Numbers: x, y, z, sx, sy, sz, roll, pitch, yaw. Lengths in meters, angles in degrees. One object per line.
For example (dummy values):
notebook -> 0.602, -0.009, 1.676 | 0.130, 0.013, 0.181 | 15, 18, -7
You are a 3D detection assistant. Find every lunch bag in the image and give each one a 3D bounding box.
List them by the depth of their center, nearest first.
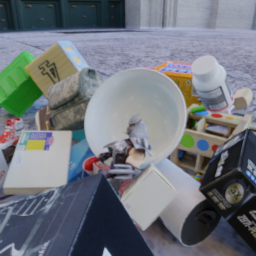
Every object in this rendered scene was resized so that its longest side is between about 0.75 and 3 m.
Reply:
lunch bag -> -1.417, -0.752, 7.895 | 1.771, 1.485, 1.234 | -19, -7, 39

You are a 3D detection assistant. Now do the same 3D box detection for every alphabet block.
alphabet block -> -2.551, -2.157, 10.606 | 1.624, 1.594, 1.586 | -32, 10, 15

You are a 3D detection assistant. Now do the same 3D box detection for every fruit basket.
fruit basket -> -4.646, -1.959, 11.930 | 2.668, 1.924, 2.668 | -12, 60, 22

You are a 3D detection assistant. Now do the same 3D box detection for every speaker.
speaker -> 0.743, 1.318, 6.585 | 1.203, 1.203, 2.963 | -15, 29, -28

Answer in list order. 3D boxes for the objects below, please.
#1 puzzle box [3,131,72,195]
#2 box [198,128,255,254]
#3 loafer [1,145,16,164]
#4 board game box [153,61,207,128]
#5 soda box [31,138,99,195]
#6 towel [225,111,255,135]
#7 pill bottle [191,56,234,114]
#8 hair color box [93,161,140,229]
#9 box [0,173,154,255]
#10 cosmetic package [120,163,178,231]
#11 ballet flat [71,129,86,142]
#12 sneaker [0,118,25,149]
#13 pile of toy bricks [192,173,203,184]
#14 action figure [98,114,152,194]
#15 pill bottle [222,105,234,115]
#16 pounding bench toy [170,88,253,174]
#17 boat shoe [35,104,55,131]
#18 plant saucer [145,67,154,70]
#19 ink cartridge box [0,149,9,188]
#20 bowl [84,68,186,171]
puzzle box -> -2.009, 0.734, 6.555 | 1.271, 0.243, 1.911 | 1, 37, -6
box -> 2.613, 1.344, 5.504 | 2.152, 0.927, 1.762 | 49, 36, 1
loafer -> -3.744, 0.832, 8.453 | 0.453, 0.440, 1.240 | 8, 27, 8
board game box -> 2.103, -1.236, 10.854 | 2.143, 2.145, 2.143 | 11, 28, 22
soda box -> -1.231, 1.031, 7.341 | 0.892, 0.844, 2.630 | 23, 37, 27
towel -> 4.875, -0.177, 10.905 | 1.891, 0.327, 1.820 | 16, 27, 34
pill bottle -> 1.953, -1.007, 6.542 | 0.757, 1.368, 0.757 | -18, 50, 22
hair color box -> -0.218, 1.503, 6.519 | 0.535, 0.928, 1.673 | -15, 29, -28
box -> -1.335, 2.217, 3.020 | 2.691, 1.697, 2.738 | -22, 21, 19
cosmetic package -> 0.334, 1.102, 4.841 | 0.542, 0.803, 1.526 | 44, 1, 4
ballet flat -> -1.044, 0.150, 9.779 | 2.374, 0.808, 0.798 | 7, 6, 2
sneaker -> -4.028, 0.222, 9.284 | 0.522, 0.837, 1.562 | 6, 25, 19
pile of toy bricks -> 1.867, 1.467, 6.727 | 0.683, 1.231, 0.608 | 23, 64, -14
action figure -> -0.278, 0.957, 5.365 | 0.918, 2.646, 1.722 | 22, 6, -1
pill bottle -> 4.085, -0.773, 11.741 | 0.569, 0.569, 1.013 | 15, 29, 29
pounding bench toy -> 2.263, -0.029, 7.913 | 1.949, 2.499, 1.553 | 16, 30, 29
boat shoe -> -2.205, 0.198, 8.467 | 0.872, 0.723, 2.428 | 24, 33, -45
plant saucer -> 1.291, -2.884, 16.103 | 2.579, 0.654, 2.579 | -1, 26, 0
ink cartridge box -> -3.885, 0.669, 6.257 | 1.089, 2.490, 1.809 | 0, 32, 13
bowl -> 0.250, -0.103, 6.484 | 2.326, 2.326, 1.045 | 12, -9, 23
